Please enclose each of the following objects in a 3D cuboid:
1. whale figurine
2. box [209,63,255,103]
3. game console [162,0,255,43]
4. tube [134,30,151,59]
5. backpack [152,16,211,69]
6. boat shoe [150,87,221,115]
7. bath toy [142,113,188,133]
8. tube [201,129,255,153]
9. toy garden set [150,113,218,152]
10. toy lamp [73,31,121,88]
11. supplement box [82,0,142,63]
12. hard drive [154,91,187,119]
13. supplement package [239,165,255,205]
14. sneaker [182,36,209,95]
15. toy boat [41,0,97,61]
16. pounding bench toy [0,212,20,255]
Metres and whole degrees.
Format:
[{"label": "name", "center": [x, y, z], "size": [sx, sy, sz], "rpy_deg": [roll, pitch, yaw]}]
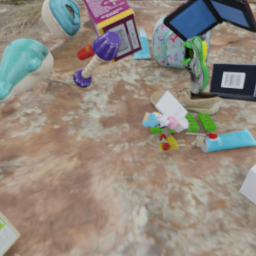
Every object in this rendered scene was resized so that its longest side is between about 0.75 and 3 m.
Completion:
[{"label": "whale figurine", "center": [-3.280, -1.697, 8.188], "size": [1.894, 1.235, 2.381], "rpy_deg": [-7, 41, 37]}, {"label": "box", "center": [2.995, -1.196, 7.603], "size": [1.132, 0.816, 1.525], "rpy_deg": [10, 3, 30]}, {"label": "game console", "center": [2.962, -3.601, 9.838], "size": [2.331, 1.605, 2.705], "rpy_deg": [36, 16, 28]}, {"label": "tube", "center": [0.744, -4.514, 15.353], "size": [0.889, 0.579, 2.296], "rpy_deg": [-5, 48, 7]}, {"label": "backpack", "center": [2.528, -4.159, 13.571], "size": [2.809, 2.493, 2.114], "rpy_deg": [5, 39, 11]}, {"label": "boat shoe", "center": [2.365, -1.280, 11.673], "size": [2.861, 0.923, 1.020], "rpy_deg": [7, 44, 7]}, {"label": "bath toy", "center": [1.063, -0.133, 7.789], "size": [1.348, 0.498, 0.586], "rpy_deg": [8, 40, -34]}, {"label": "tube", "center": [3.680, 0.472, 10.216], "size": [2.064, 0.520, 0.799], "rpy_deg": [-8, 54, -13]}, {"label": "toy garden set", "center": [2.044, 0.193, 10.347], "size": [2.428, 0.485, 2.024], "rpy_deg": [-2, 32, -4]}, {"label": "toy lamp", "center": [-1.024, -2.093, 8.809], "size": [0.784, 2.693, 0.784], "rpy_deg": [10, 67, -26]}, {"label": "supplement box", "center": [-0.622, -3.810, 9.926], "size": [1.282, 1.627, 2.485], "rpy_deg": [-25, 57, 0]}, {"label": "hard drive", "center": [1.403, -0.610, 9.131], "size": [0.674, 1.022, 0.136], "rpy_deg": [-52, 20, -14]}, {"label": "supplement package", "center": [4.595, 1.886, 8.188], "size": [1.233, 1.218, 2.034], "rpy_deg": [-30, 52, -27]}, {"label": "sneaker", "center": [2.118, -1.995, 9.204], "size": [0.802, 1.882, 0.734], "rpy_deg": [-20, 22, -22]}, {"label": "toy boat", "center": [-2.116, -4.100, 11.291], "size": [1.338, 2.878, 2.420], "rpy_deg": [-24, 36, 19]}, {"label": "pounding bench toy", "center": [-3.698, 2.963, 7.207], "size": [1.487, 1.906, 1.184], "rpy_deg": [-7, 31, 41]}]
